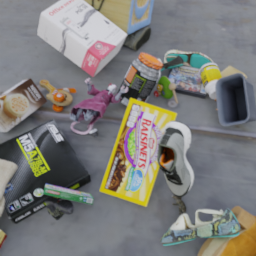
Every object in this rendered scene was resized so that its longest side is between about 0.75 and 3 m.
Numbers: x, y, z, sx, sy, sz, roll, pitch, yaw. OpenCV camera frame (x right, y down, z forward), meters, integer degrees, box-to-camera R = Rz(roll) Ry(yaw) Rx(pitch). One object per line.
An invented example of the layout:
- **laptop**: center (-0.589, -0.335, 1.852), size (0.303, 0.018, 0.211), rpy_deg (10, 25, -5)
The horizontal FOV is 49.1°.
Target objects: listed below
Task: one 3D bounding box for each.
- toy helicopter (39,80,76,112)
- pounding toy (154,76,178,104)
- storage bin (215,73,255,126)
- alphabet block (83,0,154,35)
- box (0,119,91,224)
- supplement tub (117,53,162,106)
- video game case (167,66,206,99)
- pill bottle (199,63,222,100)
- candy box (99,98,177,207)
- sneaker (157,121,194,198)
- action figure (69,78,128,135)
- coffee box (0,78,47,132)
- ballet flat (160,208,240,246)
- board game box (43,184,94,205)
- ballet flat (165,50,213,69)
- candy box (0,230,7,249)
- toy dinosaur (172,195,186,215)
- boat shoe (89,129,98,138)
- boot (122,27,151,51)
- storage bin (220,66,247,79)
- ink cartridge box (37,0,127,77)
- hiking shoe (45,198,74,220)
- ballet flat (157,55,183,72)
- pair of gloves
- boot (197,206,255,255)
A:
- **toy helicopter**: center (-2.728, -1.388, 10.646), size (1.601, 0.632, 1.059), rpy_deg (38, 48, 20)
- **pounding toy**: center (1.315, -1.393, 10.517), size (0.540, 0.898, 1.163), rpy_deg (-23, 35, -16)
- **storage bin**: center (3.790, -0.867, 9.754), size (1.140, 1.235, 1.698), rpy_deg (7, 75, -42)
- **alphabet block**: center (-0.578, -6.252, 12.796), size (2.949, 2.896, 2.881), rpy_deg (21, 34, 17)
- **box**: center (-2.841, 1.205, 8.671), size (2.482, 0.611, 2.571), rpy_deg (-28, 58, -18)
- **supplement tub**: center (0.425, -1.670, 10.025), size (1.107, 1.807, 1.107), rpy_deg (23, 29, -14)
- **video game case**: center (2.447, -1.946, 11.455), size (1.685, 0.215, 1.523), rpy_deg (15, 53, 12)
- **pill bottle**: center (3.232, -1.772, 10.707), size (0.742, 0.742, 1.319), rpy_deg (-5, 57, -4)
- **candy box**: center (0.293, 0.695, 8.118), size (1.449, 0.374, 2.835), rpy_deg (18, 89, -1)
- **sneaker**: center (1.143, 0.978, 7.317), size (0.869, 2.352, 0.933), rpy_deg (14, 42, 35)
- **action figure**: center (-0.936, -0.830, 9.867), size (1.458, 1.621, 2.177), rpy_deg (24, 44, 16)
- **coffee box**: center (-3.966, -0.813, 9.844), size (0.736, 1.056, 1.846), rpy_deg (0, 39, 50)
- **ballet flat**: center (1.695, 2.443, 7.035), size (2.081, 0.773, 0.773), rpy_deg (-21, 46, 25)
- **board game box**: center (-1.618, 1.786, 7.556), size (1.291, 0.869, 0.188), rpy_deg (16, 82, -13)
- **ballet flat**: center (2.637, -2.978, 11.982), size (2.112, 0.799, 0.675), rpy_deg (16, 39, 9)
- **candy box**: center (-4.370, 3.013, 7.264), size (1.975, 0.546, 1.140), rpy_deg (12, 52, 9)
- **toy dinosaur**: center (1.525, 2.244, 8.032), size (0.409, 0.308, 0.800), rpy_deg (-7, 58, -49)
- **boat shoe**: center (-1.136, 0.198, 9.501), size (0.281, 0.803, 0.266), rpy_deg (-25, 91, -10)
- **boot**: center (-0.062, -4.424, 13.261), size (1.874, 0.680, 1.704), rpy_deg (23, 53, 26)
- **storage bin**: center (4.164, -1.976, 11.361), size (0.903, 0.423, 0.896), rpy_deg (-36, 60, -26)
- **ink cartridge box**: center (-1.838, -3.759, 11.270), size (2.870, 1.188, 2.103), rpy_deg (37, 55, -2)
- **hiking shoe**: center (-1.789, 2.194, 7.444), size (1.042, 0.524, 0.395), rpy_deg (3, 14, 41)
- **ballet flat**: center (1.484, -2.615, 11.601), size (1.643, 0.559, 0.562), rpy_deg (-19, 88, -10)
- **pair of gloves**: center (-4.603, 1.916, 7.594), size (2.805, 0.492, 2.385), rpy_deg (1, 51, 7)
- **boot**: center (2.741, 3.132, 6.960), size (1.470, 0.722, 2.053), rpy_deg (41, 81, -10)
